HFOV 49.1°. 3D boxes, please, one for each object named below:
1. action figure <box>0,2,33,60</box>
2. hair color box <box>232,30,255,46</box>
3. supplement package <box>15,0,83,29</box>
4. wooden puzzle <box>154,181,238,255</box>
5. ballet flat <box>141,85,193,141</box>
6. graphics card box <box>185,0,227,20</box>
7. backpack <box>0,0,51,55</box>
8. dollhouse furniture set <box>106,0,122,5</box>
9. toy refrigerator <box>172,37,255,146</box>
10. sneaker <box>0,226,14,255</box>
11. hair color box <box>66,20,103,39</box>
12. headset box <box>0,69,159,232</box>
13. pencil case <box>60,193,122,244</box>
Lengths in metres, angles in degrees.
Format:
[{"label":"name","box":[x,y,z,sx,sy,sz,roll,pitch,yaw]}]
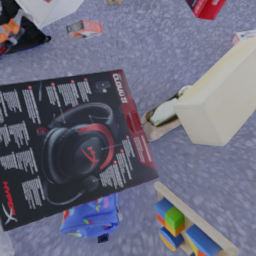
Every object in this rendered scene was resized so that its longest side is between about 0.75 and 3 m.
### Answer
[{"label":"action figure","box":[-2.510,-1.839,5.376,1.472,0.796,1.521,-18,37,33]},{"label":"hair color box","box":[3.987,-2.468,8.931,0.764,0.440,1.377,-10,61,-5]},{"label":"supplement package","box":[-1.419,-3.428,5.809,1.389,2.291,1.372,51,50,-12]},{"label":"wooden puzzle","box":[0.909,1.705,4.238,0.360,1.554,1.439,-35,46,-20]},{"label":"ballet flat","box":[1.396,-0.567,7.532,2.668,0.897,0.908,-36,65,-20]},{"label":"graphics card box","box":[1.669,-3.845,6.505,0.585,1.443,2.301,-6,60,-25]},{"label":"backpack","box":[-3.873,-3.473,8.450,2.389,2.276,1.840,-22,62,-11]},{"label":"dollhouse furniture set","box":[0.045,-4.882,10.395,1.351,0.751,1.195,31,95,5]},{"label":"toy refrigerator","box":[1.811,-0.707,4.925,2.189,0.766,0.831,-43,112,-23]},{"label":"sneaker","box":[-2.835,3.080,5.414,1.200,0.831,2.142,-15,60,-10]},{"label":"hair color box","box":[-1.005,-2.292,6.555,0.466,0.841,0.269,-10,99,26]},{"label":"headset box","box":[-0.921,0.253,4.885,2.845,1.067,2.115,-14,80,-27]},{"label":"pencil case","box":[-0.792,1.020,6.441,1.274,1.145,2.934,-1,59,-2]}]
